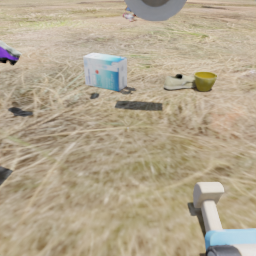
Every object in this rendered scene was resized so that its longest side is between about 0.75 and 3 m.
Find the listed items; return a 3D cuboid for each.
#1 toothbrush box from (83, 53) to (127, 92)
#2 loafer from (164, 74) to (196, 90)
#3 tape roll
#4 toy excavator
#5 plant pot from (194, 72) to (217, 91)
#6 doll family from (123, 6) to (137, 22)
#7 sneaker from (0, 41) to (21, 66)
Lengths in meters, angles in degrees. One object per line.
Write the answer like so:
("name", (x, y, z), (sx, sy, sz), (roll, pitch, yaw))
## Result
("toothbrush box", (-0.849, -2.116, 10.506), (1.531, 1.121, 0.653), (17, 34, 25))
("loafer", (2.054, -1.779, 10.525), (1.505, 0.514, 0.570), (-13, 32, -22))
("tape roll", (0.659, -3.373, 6.643), (1.578, 1.578, 0.552), (4, 50, 7))
("toy excavator", (1.403, 1.758, 3.885), (1.085, 2.173, 2.113), (-1, 74, -4))
("plant pot", (2.811, -1.682, 10.307), (0.798, 0.566, 0.798), (0, 31, 0))
("doll family", (0.243, -3.491, 8.204), (0.537, 0.390, 0.865), (26, 65, 20))
("sneaker", (-3.310, -1.962, 7.320), (0.992, 0.493, 0.345), (31, 14, 9))
